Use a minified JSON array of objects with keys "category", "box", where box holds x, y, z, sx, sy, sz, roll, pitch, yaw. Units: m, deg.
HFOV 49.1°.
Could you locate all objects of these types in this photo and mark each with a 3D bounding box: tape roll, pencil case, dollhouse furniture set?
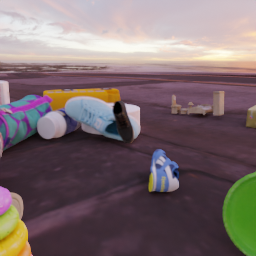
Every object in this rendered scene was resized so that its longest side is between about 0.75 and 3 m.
[{"category":"tape roll","box":[-0.508,-0.305,8.317,1.754,0.613,1.754,-1,14,0]},{"category":"pencil case","box":[-2.716,-0.193,6.777,1.004,1.091,2.360,39,16,-3]},{"category":"dollhouse furniture set","box":[2.567,-0.915,10.146,1.801,0.797,0.934,5,10,37]}]

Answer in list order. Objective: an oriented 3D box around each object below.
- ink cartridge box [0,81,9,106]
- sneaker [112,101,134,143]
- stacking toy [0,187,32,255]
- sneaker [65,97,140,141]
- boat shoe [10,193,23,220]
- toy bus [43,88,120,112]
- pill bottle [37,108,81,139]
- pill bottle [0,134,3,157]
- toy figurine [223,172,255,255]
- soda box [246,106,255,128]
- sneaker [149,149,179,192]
[{"category":"ink cartridge box","box":[-5.743,-1.330,11.460,1.496,1.101,1.082,-3,14,-13]},{"category":"sneaker","box":[-0.149,-0.115,6.325,0.377,1.009,0.536,-17,1,8]},{"category":"stacking toy","box":[-1.119,0.728,2.078,0.854,1.556,0.903,-9,14,-32]},{"category":"sneaker","box":[-0.671,-0.230,6.964,2.034,0.752,0.834,17,15,2]},{"category":"boat shoe","box":[-1.975,1.036,2.581,0.685,0.727,2.025,16,23,36]},{"category":"toy bus","box":[-1.640,-0.940,10.242,2.761,0.898,1.081,-4,14,-16]},{"category":"pill bottle","box":[-1.819,-0.131,7.438,0.693,0.693,1.198,5,15,19]},{"category":"pill bottle","box":[-2.444,0.481,3.909,1.162,1.162,2.005,-5,14,-19]},{"category":"toy figurine","box":[2.381,0.705,3.409,2.255,1.693,2.075,-21,-9,21]},{"category":"soda box","box":[4.273,-0.411,8.890,0.577,0.545,1.703,10,17,35]},{"category":"sneaker","box":[0.600,0.712,4.644,0.469,0.422,1.141,3,22,7]}]
